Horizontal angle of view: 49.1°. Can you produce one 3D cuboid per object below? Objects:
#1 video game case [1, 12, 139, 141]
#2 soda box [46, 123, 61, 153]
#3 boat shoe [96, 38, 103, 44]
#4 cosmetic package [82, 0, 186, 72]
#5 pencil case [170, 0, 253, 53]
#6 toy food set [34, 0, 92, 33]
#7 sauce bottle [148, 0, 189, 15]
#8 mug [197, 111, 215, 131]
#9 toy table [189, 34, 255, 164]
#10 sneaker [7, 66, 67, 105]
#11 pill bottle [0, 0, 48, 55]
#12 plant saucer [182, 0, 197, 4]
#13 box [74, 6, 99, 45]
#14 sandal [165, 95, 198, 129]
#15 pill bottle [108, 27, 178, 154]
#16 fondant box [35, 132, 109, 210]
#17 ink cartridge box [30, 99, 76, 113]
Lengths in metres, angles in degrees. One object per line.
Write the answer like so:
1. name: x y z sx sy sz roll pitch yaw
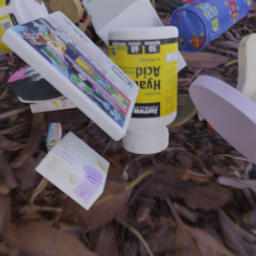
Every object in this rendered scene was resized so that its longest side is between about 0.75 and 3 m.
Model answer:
1. video game case: -0.669 -0.898 4.299 1.943 0.223 1.771 43 27 -14
2. soda box: -2.340 0.297 8.850 0.357 0.332 1.044 -4 41 -4
3. boat shoe: -1.586 -4.652 14.067 2.628 0.937 0.791 -1 50 3
4. cosmetic package: 0.154 -2.998 8.853 1.639 2.658 2.666 -35 43 12
5. pencil case: 2.183 -2.961 7.314 1.225 1.100 2.820 9 38 44
6. toy food set: -1.353 -2.640 6.091 1.221 0.843 0.245 38 51 -16
7. sauce bottle: 1.030 -4.270 9.190 0.863 0.863 2.613 -22 48 -23
8. mug: 3.163 -0.521 9.577 1.361 1.208 0.908 2 5 -4
9. toy table: 2.576 -0.430 5.349 1.512 2.583 2.374 -48 25 -6
10. sneaker: -1.664 -0.943 6.636 2.291 0.989 0.920 -18 77 -36
11. pill bottle: -3.165 -2.436 6.747 2.256 1.289 1.289 -10 39 17
12. plant saucer: 2.473 -4.545 9.462 2.030 2.030 0.514 32 65 31
13. box: -1.845 -3.163 9.956 1.217 1.056 1.991 -13 47 44
14. sandal: 0.641 -0.514 7.259 2.309 0.623 0.927 1 67 19
15. pill bottle: 0.347 -0.818 6.097 1.437 2.582 1.437 -3 20 1
16. fondant box: -0.983 0.746 5.450 1.137 0.459 1.576 40 10 -7
17. ink cartridge box: -2.715 -1.265 9.961 1.627 1.201 0.697 -8 42 -8
